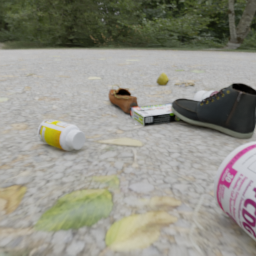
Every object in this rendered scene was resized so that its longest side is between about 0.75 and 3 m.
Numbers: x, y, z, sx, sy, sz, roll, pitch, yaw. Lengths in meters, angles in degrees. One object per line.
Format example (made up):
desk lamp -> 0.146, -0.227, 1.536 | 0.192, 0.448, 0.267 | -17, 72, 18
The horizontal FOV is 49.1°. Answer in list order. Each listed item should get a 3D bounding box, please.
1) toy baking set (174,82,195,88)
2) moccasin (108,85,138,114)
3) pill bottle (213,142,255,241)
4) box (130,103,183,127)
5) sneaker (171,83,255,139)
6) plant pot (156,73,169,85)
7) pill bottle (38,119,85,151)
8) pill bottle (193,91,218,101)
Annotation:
toy baking set -> 3.346, -2.517, 16.477 | 1.099, 0.167, 1.432 | -10, 18, -16
moccasin -> -0.254, -1.340, 11.960 | 0.899, 0.949, 2.459 | -1, 19, -17
pill bottle -> 2.545, 1.296, 3.929 | 1.469, 1.469, 2.591 | -7, 20, -18
box -> 1.343, -0.560, 10.675 | 2.258, 0.392, 1.243 | -8, 21, -21
sneaker -> 2.822, -0.879, 9.284 | 2.948, 1.566, 1.102 | 20, 37, 31
plant pot -> 2.115, -2.848, 16.718 | 0.537, 0.756, 0.756 | 38, 33, 16
pill bottle -> -1.887, 0.217, 8.016 | 1.351, 0.738, 0.738 | 14, 24, 33
pill bottle -> 3.444, -0.816, 10.443 | 1.048, 1.048, 1.914 | -17, 26, -39
